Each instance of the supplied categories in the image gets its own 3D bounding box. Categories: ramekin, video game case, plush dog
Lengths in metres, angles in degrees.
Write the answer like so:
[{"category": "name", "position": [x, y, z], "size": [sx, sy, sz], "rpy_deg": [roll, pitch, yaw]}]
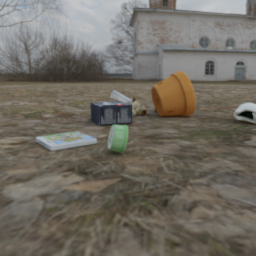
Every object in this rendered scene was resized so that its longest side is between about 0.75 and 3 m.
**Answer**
[{"category": "ramekin", "position": [-0.290, 0.283, 7.563], "size": [0.377, 0.772, 0.772], "rpy_deg": [10, 9, -13]}, {"category": "video game case", "position": [-1.960, 0.384, 8.799], "size": [1.486, 0.164, 1.353], "rpy_deg": [-8, 14, -35]}, {"category": "plush dog", "position": [0.511, -0.986, 14.348], "size": [0.921, 0.860, 1.072], "rpy_deg": [23, 7, -16]}]

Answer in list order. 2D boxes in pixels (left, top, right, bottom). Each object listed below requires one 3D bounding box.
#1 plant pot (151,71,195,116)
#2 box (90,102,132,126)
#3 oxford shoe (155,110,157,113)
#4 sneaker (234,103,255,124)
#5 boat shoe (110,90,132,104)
[{"category": "plant pot", "position": [2.102, -1.490, 13.696], "size": [1.543, 2.204, 2.204], "rpy_deg": [-18, 14, -8]}, {"category": "box", "position": [-0.756, -0.650, 12.188], "size": [1.458, 0.833, 1.601], "rpy_deg": [-6, 12, -20]}, {"category": "oxford shoe", "position": [1.873, -1.004, 15.139], "size": [0.849, 0.358, 0.308], "rpy_deg": [2, 14, 3]}, {"category": "sneaker", "position": [5.790, -0.510, 11.614], "size": [2.787, 0.980, 1.117], "rpy_deg": [1, 15, 41]}, {"category": "boat shoe", "position": [-0.314, -1.582, 17.333], "size": [1.813, 0.773, 0.670], "rpy_deg": [29, 7, 0]}]
